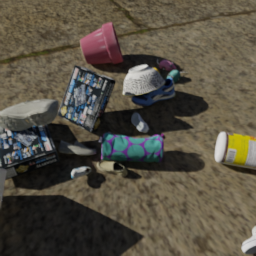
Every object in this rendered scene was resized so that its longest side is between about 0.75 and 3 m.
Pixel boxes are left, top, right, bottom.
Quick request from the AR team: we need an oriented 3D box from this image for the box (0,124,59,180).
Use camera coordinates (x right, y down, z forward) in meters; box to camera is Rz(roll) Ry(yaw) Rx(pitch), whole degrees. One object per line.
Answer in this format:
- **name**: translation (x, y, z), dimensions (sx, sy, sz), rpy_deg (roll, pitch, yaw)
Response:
- **box**: translation (-4.043, 0.589, 10.813), dimensions (2.126, 0.615, 2.675), rpy_deg (-19, 43, -16)

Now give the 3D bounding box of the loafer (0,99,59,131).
- **loafer**: translation (-3.805, -0.519, 10.518), dimensions (2.732, 0.955, 0.953), rpy_deg (-5, 42, 19)

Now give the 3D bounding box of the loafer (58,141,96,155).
- **loafer**: translation (-1.956, 0.771, 10.801), dimensions (1.484, 0.519, 0.518), rpy_deg (6, 86, 5)

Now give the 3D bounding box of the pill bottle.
- **pill bottle**: translation (4.385, 0.885, 10.292), dimensions (2.150, 1.175, 1.175), rpy_deg (10, 46, 8)

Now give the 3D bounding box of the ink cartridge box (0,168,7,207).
- **ink cartridge box**: translation (-5.275, 1.981, 8.041), dimensions (2.680, 1.939, 1.973), rpy_deg (4, 77, -3)

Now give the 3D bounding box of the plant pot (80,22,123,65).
- **plant pot**: translation (-1.441, -4.302, 14.920), dimensions (1.895, 2.118, 2.118), rpy_deg (-15, 46, 6)

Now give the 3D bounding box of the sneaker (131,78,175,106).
- **sneaker**: translation (1.157, -1.692, 12.907), dimensions (2.311, 0.950, 0.854), rpy_deg (-21, 45, -23)

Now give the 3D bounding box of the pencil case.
- **pencil case**: translation (0.133, 0.721, 10.554), dimensions (2.383, 1.014, 1.101), rpy_deg (3, 75, 2)

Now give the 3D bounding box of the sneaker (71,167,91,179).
- **sneaker**: translation (-1.683, 1.580, 9.972), dimensions (0.341, 0.323, 0.843), rpy_deg (-8, 8, 35)

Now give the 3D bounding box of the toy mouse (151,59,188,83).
- **toy mouse**: translation (2.114, -3.001, 14.603), dimensions (2.091, 0.455, 2.353), rpy_deg (0, 46, 0)

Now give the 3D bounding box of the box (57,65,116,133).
- **box**: translation (-1.766, -1.214, 11.708), dimensions (1.865, 2.347, 0.540), rpy_deg (25, 10, 22)

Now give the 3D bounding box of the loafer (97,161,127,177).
- **loafer**: translation (-0.588, 1.428, 10.301), dimensions (1.195, 0.408, 0.452), rpy_deg (14, 47, 13)

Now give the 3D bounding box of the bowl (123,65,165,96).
- **bowl**: translation (0.592, -2.264, 12.713), dimensions (2.028, 0.952, 2.028), rpy_deg (-15, 22, 6)

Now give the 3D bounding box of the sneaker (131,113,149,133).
- **sneaker**: translation (0.500, -0.176, 11.891), dimensions (0.465, 0.451, 1.273), rpy_deg (-46, 36, 17)

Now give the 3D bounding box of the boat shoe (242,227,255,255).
- **boat shoe**: translation (4.050, 3.239, 8.443), dimensions (1.812, 0.666, 0.592), rpy_deg (-10, 41, -24)
